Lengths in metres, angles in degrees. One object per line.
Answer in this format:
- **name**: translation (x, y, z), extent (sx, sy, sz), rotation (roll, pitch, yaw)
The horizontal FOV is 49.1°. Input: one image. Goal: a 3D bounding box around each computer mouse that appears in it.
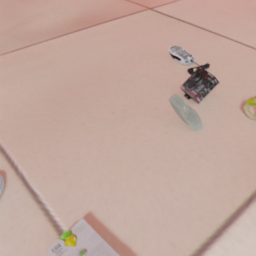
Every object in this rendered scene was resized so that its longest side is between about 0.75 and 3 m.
- **computer mouse**: translation (2.476, -2.901, 11.971), extent (1.041, 0.417, 1.899), rotation (-29, 55, -21)

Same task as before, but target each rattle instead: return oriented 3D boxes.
- **rattle**: translation (4.415, -0.503, 9.154), extent (1.176, 0.766, 0.840), rotation (46, 32, 25)

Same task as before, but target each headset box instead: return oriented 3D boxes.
- **headset box**: translation (2.494, -1.490, 10.008), extent (1.164, 0.450, 0.866), rotation (-46, 47, 10)

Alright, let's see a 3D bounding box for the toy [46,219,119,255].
- **toy**: translation (-0.763, 2.780, 5.703), extent (1.723, 0.407, 0.992), rotation (35, 55, 31)

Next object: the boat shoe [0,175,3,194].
- **boat shoe**: translation (-3.469, 1.594, 6.963), extent (0.509, 0.453, 1.385), rotation (-6, 43, -7)

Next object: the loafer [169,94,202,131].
- **loafer**: translation (1.849, -0.490, 9.005), extent (0.498, 0.497, 1.425), rotation (-36, 84, -3)
